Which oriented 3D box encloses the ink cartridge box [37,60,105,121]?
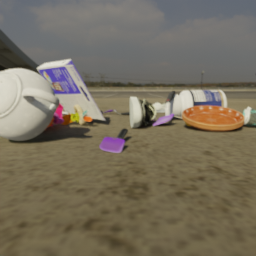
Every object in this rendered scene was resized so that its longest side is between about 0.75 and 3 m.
[{"bbox_3d":[-2.019,-1.382,10.519,2.439,2.416,0.529,9,47,45],"label":"ink cartridge box"}]

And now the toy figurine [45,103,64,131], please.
[{"bbox_3d":[-2.902,-0.520,9.100,2.260,1.697,2.080,32,15,32],"label":"toy figurine"}]

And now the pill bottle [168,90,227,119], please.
[{"bbox_3d":[2.924,-0.979,12.162,2.317,1.287,1.287,-2,8,-8],"label":"pill bottle"}]

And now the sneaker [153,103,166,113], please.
[{"bbox_3d":[1.608,-1.196,16.473,1.644,0.582,0.600,-4,9,-28],"label":"sneaker"}]

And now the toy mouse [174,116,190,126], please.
[{"bbox_3d":[2.766,-0.286,10.266,1.454,0.317,1.636,-14,19,-35],"label":"toy mouse"}]

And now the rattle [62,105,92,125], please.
[{"bbox_3d":[-1.918,-0.357,10.030,0.903,0.823,1.265,-5,22,-24],"label":"rattle"}]

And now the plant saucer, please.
[{"bbox_3d":[2.815,-0.310,9.387,2.007,0.324,2.007,-1,21,0],"label":"plant saucer"}]

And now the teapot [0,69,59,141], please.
[{"bbox_3d":[-2.707,-0.641,6.539,1.909,1.884,1.394,-38,-23,3],"label":"teapot"}]

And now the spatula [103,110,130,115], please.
[{"bbox_3d":[-0.470,-0.817,14.935,2.162,0.222,0.611,8,10,37],"label":"spatula"}]

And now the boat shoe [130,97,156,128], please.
[{"bbox_3d":[0.540,-0.612,10.306,0.947,1.052,2.974,-1,6,2],"label":"boat shoe"}]

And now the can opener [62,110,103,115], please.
[{"bbox_3d":[-2.300,-0.840,12.992,2.355,0.787,0.628,3,8,22],"label":"can opener"}]

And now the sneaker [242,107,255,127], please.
[{"bbox_3d":[4.569,-0.300,10.137,0.815,0.693,1.786,21,20,24],"label":"sneaker"}]

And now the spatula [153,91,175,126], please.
[{"bbox_3d":[1.542,-0.817,10.872,0.704,0.256,2.490,-17,30,32],"label":"spatula"}]

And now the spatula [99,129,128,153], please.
[{"bbox_3d":[-0.240,0.246,6.609,0.495,0.180,1.752,8,12,8],"label":"spatula"}]
